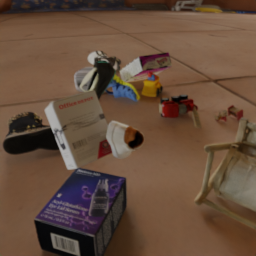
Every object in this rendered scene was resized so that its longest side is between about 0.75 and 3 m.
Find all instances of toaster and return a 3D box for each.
[{"bbox_3d":[-1.895,-2.508,14.353,1.262,1.110,1.954,7,33,17],"label":"toaster"}]

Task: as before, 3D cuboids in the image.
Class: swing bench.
[{"bbox_3d":[3.595,1.212,7.088,2.695,1.758,2.710,22,31,35],"label":"swing bench"}]

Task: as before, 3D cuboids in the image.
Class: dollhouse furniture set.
[{"bbox_3d":[4.138,-0.467,11.511,1.038,0.422,0.559,-28,37,-13],"label":"dollhouse furniture set"}]

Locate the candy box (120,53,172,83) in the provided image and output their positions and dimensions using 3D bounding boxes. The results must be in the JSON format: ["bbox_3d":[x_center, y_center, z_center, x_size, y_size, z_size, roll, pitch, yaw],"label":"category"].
[{"bbox_3d":[0.839,-3.078,14.561,1.732,0.775,2.541,-14,2,-23],"label":"candy box"}]

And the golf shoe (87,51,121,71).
[{"bbox_3d":[-1.735,-4.108,17.349,2.646,1.029,1.250,20,35,34],"label":"golf shoe"}]

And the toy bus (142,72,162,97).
[{"bbox_3d":[1.208,-2.218,13.792,0.821,1.162,1.210,11,29,22],"label":"toy bus"}]

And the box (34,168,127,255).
[{"bbox_3d":[-0.968,1.930,6.452,1.405,0.990,1.898,8,31,16],"label":"box"}]

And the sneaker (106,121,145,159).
[{"bbox_3d":[0.024,0.379,6.172,0.702,1.659,0.604,13,75,13],"label":"sneaker"}]

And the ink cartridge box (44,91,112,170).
[{"bbox_3d":[-1.129,0.041,6.703,1.151,1.585,0.661,-22,2,-33],"label":"ink cartridge box"}]

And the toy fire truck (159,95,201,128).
[{"bbox_3d":[2.197,-0.631,11.317,1.411,1.031,1.603,-11,21,-20],"label":"toy fire truck"}]

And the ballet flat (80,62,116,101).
[{"bbox_3d":[-1.431,-1.135,10.115,0.949,2.774,0.943,17,13,-35],"label":"ballet flat"}]

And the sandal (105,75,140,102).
[{"bbox_3d":[-0.323,-1.749,13.467,0.948,0.865,2.177,-45,49,-12],"label":"sandal"}]

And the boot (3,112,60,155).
[{"bbox_3d":[-3.096,0.077,9.953,2.491,0.912,1.876,-12,29,-18],"label":"boot"}]
